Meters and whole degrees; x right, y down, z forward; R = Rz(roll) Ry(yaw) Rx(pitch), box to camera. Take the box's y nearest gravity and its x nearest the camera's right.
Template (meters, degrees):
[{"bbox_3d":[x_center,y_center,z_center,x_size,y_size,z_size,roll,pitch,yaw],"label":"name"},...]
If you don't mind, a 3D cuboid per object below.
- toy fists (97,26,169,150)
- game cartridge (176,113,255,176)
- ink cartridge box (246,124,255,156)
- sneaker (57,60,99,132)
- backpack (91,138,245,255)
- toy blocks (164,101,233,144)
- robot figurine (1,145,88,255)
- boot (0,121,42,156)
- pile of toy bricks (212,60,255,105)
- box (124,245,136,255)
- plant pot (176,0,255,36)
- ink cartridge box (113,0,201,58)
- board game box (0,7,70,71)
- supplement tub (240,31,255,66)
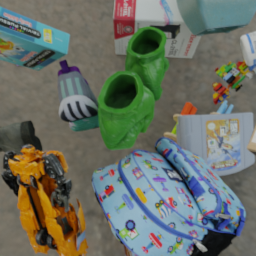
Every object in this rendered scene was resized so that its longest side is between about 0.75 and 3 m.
[{"bbox_3d":[0.208,-0.808,6.074,0.982,1.456,2.856,17,57,9],"label":"toy fists"},{"bbox_3d":[2.756,0.500,8.539,2.819,0.585,1.877,-4,88,-26],"label":"game cartridge"},{"bbox_3d":[2.768,0.091,5.268,0.412,0.903,1.096,17,81,50],"label":"ink cartridge box"},{"bbox_3d":[-1.058,-0.651,6.644,1.011,2.717,1.189,-13,82,-5],"label":"sneaker"},{"bbox_3d":[0.794,1.527,6.202,2.005,2.980,2.720,-48,42,15],"label":"backpack"},{"bbox_3d":[2.429,-0.205,9.348,1.753,0.764,2.103,30,76,8],"label":"toy blocks"},{"bbox_3d":[-1.622,1.460,5.569,1.789,0.718,2.468,0,108,31],"label":"robot figurine"},{"bbox_3d":[-3.020,0.534,7.339,1.311,2.007,0.679,-6,50,-6],"label":"boot"},{"bbox_3d":[2.911,-1.535,8.147,1.636,0.908,0.808,-42,58,1],"label":"pile of toy bricks"},{"bbox_3d":[0.647,3.446,8.402,1.567,0.448,2.291,-10,73,-3],"label":"box"},{"bbox_3d":[2.314,-3.508,7.307,1.923,1.918,1.959,-7,101,-4],"label":"plant pot"},{"bbox_3d":[1.012,-3.492,9.624,2.912,2.122,1.206,4,73,1],"label":"ink cartridge box"},{"bbox_3d":[-3.047,-2.227,6.998,2.503,1.890,0.587,12,79,-38],"label":"board game box"},{"bbox_3d":[3.397,-2.026,6.752,1.182,0.780,0.780,-14,72,18],"label":"supplement tub"}]
